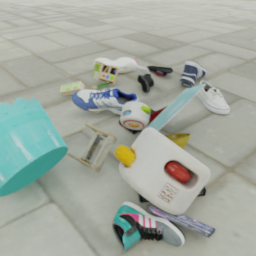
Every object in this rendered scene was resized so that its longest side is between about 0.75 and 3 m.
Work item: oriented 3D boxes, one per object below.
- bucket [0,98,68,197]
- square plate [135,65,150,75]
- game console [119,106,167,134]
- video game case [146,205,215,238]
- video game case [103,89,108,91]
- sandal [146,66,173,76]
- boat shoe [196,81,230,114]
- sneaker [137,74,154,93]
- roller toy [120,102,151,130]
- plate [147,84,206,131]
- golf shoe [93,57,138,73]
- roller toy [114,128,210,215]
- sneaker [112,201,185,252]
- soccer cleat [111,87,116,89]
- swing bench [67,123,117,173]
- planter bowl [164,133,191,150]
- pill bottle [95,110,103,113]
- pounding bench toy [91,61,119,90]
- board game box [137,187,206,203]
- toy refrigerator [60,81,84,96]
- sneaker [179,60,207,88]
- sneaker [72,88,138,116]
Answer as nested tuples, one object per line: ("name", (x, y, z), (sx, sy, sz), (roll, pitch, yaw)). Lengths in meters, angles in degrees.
("bucket", (-2.971, 0.555, 7.540), (2.510, 2.510, 1.633), (-31, 78, -39))
("square plate", (0.768, -3.008, 14.778), (0.758, 0.765, 0.109), (20, 78, 21))
("game console", (0.661, -0.546, 10.724), (1.670, 0.991, 1.439), (-24, 42, -31))
("video game case", (1.278, 2.183, 6.684), (1.499, 0.142, 1.071), (19, -6, 26))
("video game case", (-0.978, -1.450, 12.746), (0.711, 0.086, 0.781), (20, 58, 26))
("sandal", (1.728, -3.057, 15.215), (0.765, 0.459, 2.038), (-11, 21, -28))
("boat shoe", (3.717, -1.385, 12.254), (0.819, 0.748, 2.275), (-5, 33, -8))
("sneaker", (0.961, -2.150, 13.459), (0.799, 0.460, 1.533), (5, 39, -27))
("roller toy", (0.224, -0.339, 8.886), (0.903, 0.990, 0.692), (9, 66, 3))
("plate", (1.321, -0.455, 9.099), (0.376, 2.943, 2.943), (46, 46, 5))
("golf shoe", (-0.663, -3.188, 15.111), (2.433, 0.916, 1.113), (-2, 48, 1))
("roller toy", (0.813, 1.067, 6.790), (1.940, 1.486, 2.127), (37, 3, 33))
("sneaker", (0.321, 2.432, 6.386), (1.748, 0.731, 1.055), (19, 37, 29))
("soccer cleat", (-0.804, -1.668, 13.080), (0.268, 0.333, 0.782), (27, 41, 36))
("swing bench", (-0.981, 0.630, 8.374), (1.146, 0.744, 1.140), (20, 74, 37))
("planter bowl", (1.413, 0.581, 9.190), (1.377, 0.574, 1.377), (-10, 4, 1))
("pill bottle", (-1.172, -1.038, 11.905), (0.546, 0.546, 0.987), (10, 34, 15))
("pounding bench toy", (-1.146, -2.424, 13.683), (1.066, 1.367, 0.849), (10, 13, -31))
("board game box", (1.148, 1.541, 8.191), (1.882, 0.265, 1.273), (-5, 33, -7))
("toy refrigerator", (-2.575, -1.801, 12.829), (1.067, 0.373, 0.405), (-7, 63, 23))
("sneaker", (3.298, -2.601, 14.255), (0.802, 1.241, 2.287), (18, 7, 30))
("sneaker", (-0.864, -1.212, 10.988), (2.600, 1.146, 0.979), (6, 59, -15))
